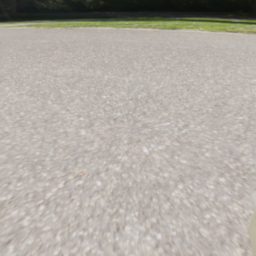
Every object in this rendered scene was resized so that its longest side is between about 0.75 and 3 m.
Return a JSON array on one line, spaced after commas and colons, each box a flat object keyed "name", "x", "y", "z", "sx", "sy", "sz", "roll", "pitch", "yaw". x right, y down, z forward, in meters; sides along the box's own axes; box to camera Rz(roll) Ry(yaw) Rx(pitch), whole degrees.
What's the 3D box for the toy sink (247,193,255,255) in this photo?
[{"name": "toy sink", "x": 3.061, "y": 2.179, "z": 5.685, "sx": 0.979, "sy": 0.842, "sz": 1.503, "roll": 4, "pitch": 32, "yaw": 7}]
